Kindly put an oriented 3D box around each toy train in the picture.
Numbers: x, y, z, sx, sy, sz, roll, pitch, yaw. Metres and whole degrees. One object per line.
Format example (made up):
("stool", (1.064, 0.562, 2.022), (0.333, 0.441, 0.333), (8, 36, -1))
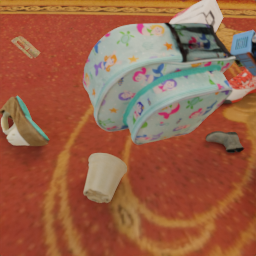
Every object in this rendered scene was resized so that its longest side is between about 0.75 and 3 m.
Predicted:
("toy train", (3.321, -1.760, 7.005), (0.996, 1.743, 0.756), (2, 73, 46))

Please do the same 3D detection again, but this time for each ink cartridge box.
("ink cartridge box", (2.021, -3.222, 9.273), (1.541, 0.884, 2.121), (-10, 37, 44))

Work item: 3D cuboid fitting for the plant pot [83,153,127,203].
("plant pot", (-0.611, 1.254, 6.722), (0.991, 0.991, 0.907), (9, 53, 11))

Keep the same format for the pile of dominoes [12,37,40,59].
("pile of dominoes", (-2.986, -2.425, 8.296), (0.122, 0.764, 0.595), (-36, 23, 27))

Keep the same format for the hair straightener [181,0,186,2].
("hair straightener", (1.109, -3.456, 6.708), (0.976, 0.200, 0.375), (44, 44, -3))

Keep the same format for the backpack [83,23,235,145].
("backpack", (0.480, -0.803, 5.358), (2.523, 2.240, 1.900), (-4, 62, -24))

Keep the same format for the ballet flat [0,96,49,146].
("ballet flat", (-3.228, -0.059, 8.333), (0.950, 0.891, 2.627), (-39, 50, -11))

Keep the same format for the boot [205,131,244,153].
("boot", (2.790, 0.423, 8.088), (0.976, 0.331, 0.638), (-3, 46, -1))

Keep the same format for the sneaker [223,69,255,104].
("sneaker", (4.150, -1.815, 9.844), (2.614, 1.401, 0.873), (-16, 43, -18))
